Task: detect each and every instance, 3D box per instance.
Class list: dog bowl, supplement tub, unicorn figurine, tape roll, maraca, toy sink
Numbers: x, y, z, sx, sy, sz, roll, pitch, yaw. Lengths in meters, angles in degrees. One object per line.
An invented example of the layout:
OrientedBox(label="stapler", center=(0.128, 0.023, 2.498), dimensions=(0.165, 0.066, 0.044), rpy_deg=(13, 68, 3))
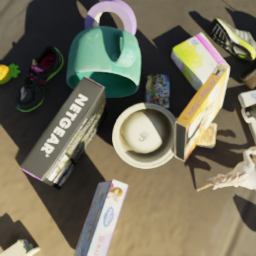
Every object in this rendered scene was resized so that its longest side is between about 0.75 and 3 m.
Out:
OrientedBox(label="dog bowl", center=(0.537, 0.175, 8.720), dimensions=(2.060, 0.759, 2.060), rpy_deg=(-1, 104, -2))
OrientedBox(label="supplement tub", center=(4.150, -0.544, 8.979), dimensions=(0.521, 0.850, 0.521), rpy_deg=(24, 54, -37))
OrientedBox(label="unicorn figurine", center=(3.779, 1.488, 8.375), dimensions=(2.806, 1.036, 1.928), rpy_deg=(20, 42, 36))
OrientedBox(label="tape roll", center=(-0.606, -3.556, 9.797), dimensions=(1.689, 1.689, 0.718), rpy_deg=(14, 34, 5))
OrientedBox(label="maraca", center=(-4.415, -1.914, 9.877), dimensions=(1.143, 0.612, 0.784), rpy_deg=(-20, 64, -12))
OrientedBox(label="toy sink", center=(-3.123, 3.571, 8.098), dimensions=(0.900, 0.587, 0.504), rpy_deg=(-32, 74, -9))

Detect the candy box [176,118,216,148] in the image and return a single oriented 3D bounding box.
OrientedBox(label="candy box", center=(2.193, 0.175, 9.306), dimensions=(1.336, 0.369, 0.771), rpy_deg=(9, 73, 2))

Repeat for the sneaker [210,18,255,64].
OrientedBox(label="sneaker", center=(3.936, -3.309, 10.333), dimensions=(0.857, 0.783, 2.119), rpy_deg=(-38, 80, -23))

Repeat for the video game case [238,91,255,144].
OrientedBox(label="video game case", center=(5.340, -0.344, 9.519), dimensions=(2.539, 0.279, 2.315), rpy_deg=(-12, 72, -5))

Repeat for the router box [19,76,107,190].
OrientedBox(label="router box", center=(-1.693, 0.261, 8.277), dimensions=(0.763, 2.228, 2.988), rpy_deg=(29, 73, 7))

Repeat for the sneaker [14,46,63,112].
OrientedBox(label="sneaker", center=(-3.155, -1.740, 9.562), dimensions=(0.980, 1.070, 2.553), rpy_deg=(21, 73, 7))

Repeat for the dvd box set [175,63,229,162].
OrientedBox(label="dvd box set", center=(2.170, -0.432, 8.291), dimensions=(0.370, 1.843, 2.520), rpy_deg=(27, 62, 25))

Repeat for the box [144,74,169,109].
OrientedBox(label="box", center=(1.010, -1.267, 9.850), dimensions=(0.858, 0.237, 1.257), rpy_deg=(3, 72, 1))

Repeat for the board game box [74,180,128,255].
OrientedBox(label="board game box", center=(-0.793, 2.562, 7.569), dimensions=(0.455, 2.205, 2.210), rpy_deg=(22, 73, -9))

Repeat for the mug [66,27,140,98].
OrientedBox(label="mug", center=(-0.543, -2.156, 8.866), dimensions=(2.770, 2.276, 1.713), rpy_deg=(-4, 74, 29))

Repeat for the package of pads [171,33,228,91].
OrientedBox(label="package of pads", center=(2.508, -2.360, 10.005), dimensions=(1.373, 0.606, 1.778), rpy_deg=(-31, 74, -9))

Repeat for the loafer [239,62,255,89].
OrientedBox(label="loafer", center=(4.709, -2.003, 9.967), dimensions=(1.756, 0.641, 0.626), rpy_deg=(-36, 105, -12))
